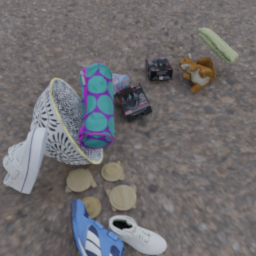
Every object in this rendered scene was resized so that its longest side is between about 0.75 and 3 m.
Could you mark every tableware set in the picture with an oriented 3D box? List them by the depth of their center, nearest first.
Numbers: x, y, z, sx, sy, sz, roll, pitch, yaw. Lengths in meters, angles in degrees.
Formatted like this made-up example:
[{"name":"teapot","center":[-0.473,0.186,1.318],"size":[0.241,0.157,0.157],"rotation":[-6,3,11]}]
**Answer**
[{"name":"tableware set","center":[-0.841,1.900,8.680],"size":[2.149,0.249,1.795],"rotation":[-13,52,-10]}]

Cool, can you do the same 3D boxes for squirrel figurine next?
[{"name":"squirrel figurine","center":[2.879,-2.418,11.721],"size":[1.534,1.086,1.432],"rotation":[-20,55,-30]}]

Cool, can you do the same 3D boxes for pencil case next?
[{"name":"pencil case","center":[-1.126,-0.756,9.606],"size":[1.312,1.208,2.840],"rotation":[17,57,-39]}]

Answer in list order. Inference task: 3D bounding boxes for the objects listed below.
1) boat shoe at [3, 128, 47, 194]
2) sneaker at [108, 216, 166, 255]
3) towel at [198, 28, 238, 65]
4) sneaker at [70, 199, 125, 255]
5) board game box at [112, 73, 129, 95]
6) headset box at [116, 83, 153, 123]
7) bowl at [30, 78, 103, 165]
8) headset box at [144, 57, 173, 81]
[{"name":"boat shoe","center":[-2.889,0.959,7.592],"size":[0.954,2.919,1.074],"rotation":[17,44,-16]},{"name":"sneaker","center":[0.236,2.837,7.380],"size":[1.663,0.961,0.613],"rotation":[17,61,9]},{"name":"towel","center":[3.733,-3.441,11.615],"size":[1.952,0.356,1.448],"rotation":[48,36,5]},{"name":"sneaker","center":[-0.766,3.054,7.287],"size":[1.126,1.012,2.737],"rotation":[-19,60,-19]},{"name":"board game box","center":[-0.796,-1.795,11.262],"size":[1.451,0.448,1.450],"rotation":[9,28,8]},{"name":"headset box","center":[0.248,-0.915,10.630],"size":[1.023,0.531,1.375],"rotation":[-22,54,2]},{"name":"bowl","center":[-2.129,0.050,8.903],"size":[1.395,2.973,2.973],"rotation":[-26,51,9]},{"name":"headset box","center":[1.279,-2.581,12.097],"size":[0.972,0.504,1.306],"rotation":[-5,42,-6]}]
